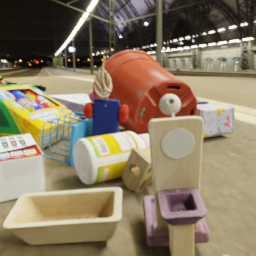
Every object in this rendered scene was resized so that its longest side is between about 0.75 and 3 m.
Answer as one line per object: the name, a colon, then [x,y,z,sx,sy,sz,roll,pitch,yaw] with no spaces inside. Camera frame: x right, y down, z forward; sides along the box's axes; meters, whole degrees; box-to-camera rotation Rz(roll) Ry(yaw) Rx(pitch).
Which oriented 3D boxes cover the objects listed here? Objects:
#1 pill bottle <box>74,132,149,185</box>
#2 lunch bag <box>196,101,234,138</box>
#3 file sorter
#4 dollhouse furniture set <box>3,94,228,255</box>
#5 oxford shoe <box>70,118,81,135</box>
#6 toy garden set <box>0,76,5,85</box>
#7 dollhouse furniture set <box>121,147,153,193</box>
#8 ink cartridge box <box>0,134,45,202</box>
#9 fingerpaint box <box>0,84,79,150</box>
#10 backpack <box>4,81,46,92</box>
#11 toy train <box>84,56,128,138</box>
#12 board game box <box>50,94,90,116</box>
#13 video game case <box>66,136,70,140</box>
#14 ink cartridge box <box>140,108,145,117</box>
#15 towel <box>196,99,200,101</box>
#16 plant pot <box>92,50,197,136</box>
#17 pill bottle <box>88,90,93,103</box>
pill bottle: [-0.245,0.630,6.496,1.811,1.005,1.005,-8,16,-32]
lunch bag: [2.522,-0.346,10.152,1.660,1.244,1.957,-6,8,-27]
file sorter: [-1.582,0.201,7.839,0.954,1.079,1.556,13,17,14]
dollhouse furniture set: [-0.340,0.791,3.452,2.885,2.048,2.286,-4,21,2]
oxford shoe: [-1.897,-0.184,10.640,0.627,0.639,1.761,8,16,32]
toy garden set: [-4.923,-1.111,10.790,0.521,2.611,2.177,-36,0,9]
dollhouse furniture set: [0.960,1.023,5.989,1.614,0.898,1.428,-12,43,-43]
ink cartridge box: [-3.050,0.793,5.852,2.158,0.905,1.895,-8,19,-29]
fingerpaint box: [-3.031,-0.414,8.662,2.163,0.951,2.593,34,16,6]
backpack: [-5.280,-1.371,13.423,2.176,1.651,2.608,-2,13,-32]
toy train: [-0.507,-0.558,7.819,1.146,2.707,1.566,5,11,5]
board game box: [-2.215,-1.226,14.270,2.654,0.576,2.641,16,15,32]
video game case: [-1.571,0.101,9.765,0.980,0.114,0.891,-22,6,21]
ink cartridge box: [1.545,-0.966,13.347,2.031,0.853,1.471,8,16,25]
towel: [2.343,-1.300,12.717,1.638,0.186,1.176,-12,29,-42]
plant pot: [0.608,-0.914,9.420,2.933,2.933,2.852,-6,25,-23]
pill bottle: [-1.270,-1.158,12.594,0.688,0.688,1.226,-11,55,-37]
